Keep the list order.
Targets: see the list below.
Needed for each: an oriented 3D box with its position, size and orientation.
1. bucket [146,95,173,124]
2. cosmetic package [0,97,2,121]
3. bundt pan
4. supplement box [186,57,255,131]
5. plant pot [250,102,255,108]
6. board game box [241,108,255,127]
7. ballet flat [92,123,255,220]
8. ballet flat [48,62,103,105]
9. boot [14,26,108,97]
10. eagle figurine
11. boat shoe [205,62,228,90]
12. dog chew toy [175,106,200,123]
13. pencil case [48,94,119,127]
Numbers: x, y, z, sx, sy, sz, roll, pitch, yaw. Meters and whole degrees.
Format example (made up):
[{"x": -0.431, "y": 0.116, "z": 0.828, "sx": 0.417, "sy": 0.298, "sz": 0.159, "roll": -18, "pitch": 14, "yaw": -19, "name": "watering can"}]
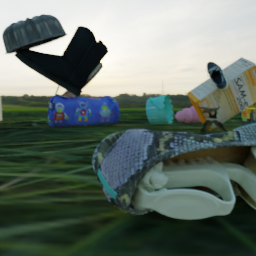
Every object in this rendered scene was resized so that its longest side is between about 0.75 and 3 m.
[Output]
[{"x": 1.199, "y": -0.670, "z": 10.632, "sx": 0.757, "sy": 1.164, "sz": 1.164, "roll": -6, "pitch": 2, "yaw": 24, "name": "bucket"}, {"x": -6.085, "y": -0.773, "z": 11.723, "sx": 0.977, "sy": 1.157, "sz": 2.166, "roll": -1, "pitch": 3, "yaw": -9, "name": "cosmetic package"}, {"x": -3.117, "y": -3.106, "z": 9.150, "sx": 2.127, "sy": 0.798, "sz": 2.127, "roll": -16, "pitch": 17, "yaw": 5, "name": "bundt pan"}, {"x": 2.801, "y": -0.955, "z": 8.008, "sx": 1.875, "sy": 1.182, "sz": 0.690, "roll": -34, "pitch": 32, "yaw": 5, "name": "supplement box"}, {"x": 7.284, "y": -1.371, "z": 13.708, "sx": 1.980, "sy": 2.245, "sz": 2.245, "roll": -12, "pitch": 8, "yaw": -17, "name": "plant pot"}, {"x": 4.578, "y": -0.172, "z": 7.324, "sx": 2.104, "sy": 0.722, "sz": 2.545, "roll": -2, "pitch": 5, "yaw": -6, "name": "board game box"}, {"x": 0.759, "y": 0.374, "z": 2.206, "sx": 2.029, "sy": 0.730, "sz": 0.730, "roll": -2, "pitch": 5, "yaw": -18, "name": "ballet flat"}, {"x": -2.097, "y": -1.717, "z": 10.936, "sx": 0.930, "sy": 2.766, "sz": 0.941, "roll": 40, "pitch": -8, "yaw": -15, "name": "ballet flat"}, {"x": -2.115, "y": -2.502, "z": 9.284, "sx": 2.523, "sy": 2.120, "sz": 0.964, "roll": 30, "pitch": 1, "yaw": -25, "name": "boot"}, {"x": 2.318, "y": -0.162, "z": 7.596, "sx": 0.666, "sy": 0.883, "sz": 0.670, "roll": -23, "pitch": 31, "yaw": -14, "name": "eagle figurine"}, {"x": 2.314, "y": -1.434, "z": 7.457, "sx": 0.379, "sy": 1.012, "sz": 0.313, "roll": -31, "pitch": -38, "yaw": 28, "name": "boat shoe"}, {"x": 2.544, "y": -0.527, "z": 11.719, "sx": 1.161, "sy": 0.723, "sz": 0.723, "roll": -9, "pitch": 6, "yaw": -4, "name": "dog chew toy"}, {"x": -1.605, "y": -0.637, "z": 10.124, "sx": 2.631, "sy": 1.143, "sz": 1.027, "roll": -2, "pitch": 9, "yaw": -26, "name": "pencil case"}]
